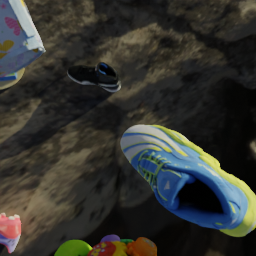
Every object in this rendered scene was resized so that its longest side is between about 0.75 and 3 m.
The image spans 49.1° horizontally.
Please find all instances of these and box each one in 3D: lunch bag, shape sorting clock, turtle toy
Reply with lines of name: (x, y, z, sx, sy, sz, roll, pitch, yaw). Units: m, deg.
lunch bag: (-2.811, -2.198, 6.026, 1.437, 2.260, 1.916, -36, 104, -42)
shape sorting clock: (-4.096, -1.949, 8.859, 1.589, 0.312, 1.589, 1, 73, -4)
turtle toy: (-0.385, 2.509, 4.606, 1.835, 2.518, 1.273, -32, 100, -45)

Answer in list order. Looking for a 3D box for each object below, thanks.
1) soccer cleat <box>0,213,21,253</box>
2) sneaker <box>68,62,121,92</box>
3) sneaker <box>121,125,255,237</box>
soccer cleat: (-3.920, 2.556, 7.080, 2.377, 0.793, 0.909, 6, 77, 0)
sneaker: (-1.047, -1.709, 8.427, 1.737, 0.972, 0.635, 17, 72, 6)
sneaker: (0.724, 0.625, 4.577, 2.866, 1.505, 1.085, 30, 93, 34)
